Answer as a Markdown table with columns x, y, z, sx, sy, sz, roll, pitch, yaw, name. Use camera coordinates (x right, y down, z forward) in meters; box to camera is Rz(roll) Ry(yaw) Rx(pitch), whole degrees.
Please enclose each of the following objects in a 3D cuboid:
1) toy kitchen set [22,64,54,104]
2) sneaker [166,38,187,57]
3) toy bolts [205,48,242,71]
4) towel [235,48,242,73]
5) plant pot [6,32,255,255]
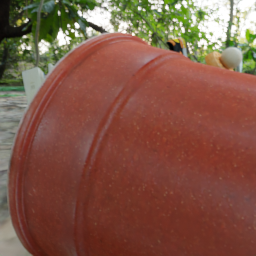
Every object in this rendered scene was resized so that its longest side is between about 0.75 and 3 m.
| x | y | z | sx | sy | sz | roll | pitch | yaw | name |
| --- | --- | --- | --- | --- | --- | --- | --- | --- | --- |
| -2.339 | -1.461 | 10.863 | 2.555 | 1.505 | 2.047 | -16 | -15 | 3 | toy kitchen set |
| 1.189 | -1.624 | 6.754 | 0.483 | 1.073 | 0.375 | -12 | -2 | -19 | sneaker |
| 3.059 | -1.343 | 9.413 | 2.663 | 2.788 | 1.934 | -12 | -20 | -46 | toy bolts |
| 4.451 | -2.666 | 11.346 | 0.230 | 0.954 | 0.817 | 1 | 37 | 28 | towel |
| 0.784 | 0.569 | 2.400 | 2.416 | 2.484 | 2.484 | 18 | 19 | 33 | plant pot |
